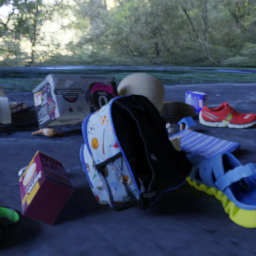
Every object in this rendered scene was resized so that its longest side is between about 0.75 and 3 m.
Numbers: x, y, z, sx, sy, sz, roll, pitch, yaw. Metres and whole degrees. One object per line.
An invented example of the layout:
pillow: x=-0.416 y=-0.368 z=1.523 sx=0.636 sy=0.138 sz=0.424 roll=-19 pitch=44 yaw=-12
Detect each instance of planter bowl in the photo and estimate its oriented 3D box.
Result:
planter bowl: x=0.537 y=-1.070 z=12.201 sx=2.168 sy=2.168 sz=1.459 roll=1 pitch=42 yaw=5

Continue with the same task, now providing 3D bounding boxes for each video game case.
video game case: x=-6.622 y=-1.078 z=14.785 sx=1.843 sy=0.330 sz=1.671 roll=2 pitch=17 yaw=7

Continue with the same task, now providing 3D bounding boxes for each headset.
headset: x=-2.648 y=1.835 z=4.831 sx=1.049 sy=0.798 sz=1.699 roll=12 pitch=5 yaw=24

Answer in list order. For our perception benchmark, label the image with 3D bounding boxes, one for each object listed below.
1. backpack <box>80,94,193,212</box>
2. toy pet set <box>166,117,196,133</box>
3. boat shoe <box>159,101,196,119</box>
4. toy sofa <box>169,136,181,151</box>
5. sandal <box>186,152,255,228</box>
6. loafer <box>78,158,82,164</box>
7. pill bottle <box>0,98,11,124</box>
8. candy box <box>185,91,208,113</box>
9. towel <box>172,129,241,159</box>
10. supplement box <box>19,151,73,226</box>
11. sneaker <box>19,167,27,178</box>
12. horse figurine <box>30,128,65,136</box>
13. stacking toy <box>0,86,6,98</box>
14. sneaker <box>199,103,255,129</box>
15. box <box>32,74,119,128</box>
backpack: x=0.063 y=0.458 z=6.017 sx=1.791 sy=2.214 sz=2.325 roll=-21 pitch=-6 yaw=30
toy pet set: x=2.067 y=-0.016 z=10.683 sx=1.100 sy=0.626 sz=1.178 roll=-11 pitch=21 yaw=-34
boat shoe: x=2.365 y=-0.979 z=13.594 sx=2.283 sy=0.821 sz=0.776 roll=16 pitch=24 yaw=42
toy sofa: x=0.719 y=0.467 z=8.708 sx=1.988 sy=0.823 sz=0.970 roll=15 pitch=23 yaw=41
sandal: x=2.151 y=1.034 z=6.282 sx=1.036 sy=1.135 sz=2.607 roll=-8 pitch=17 yaw=-20
loafer: x=-0.913 y=0.895 z=7.960 sx=1.017 sy=0.345 sz=0.357 roll=-5 pitch=52 yaw=-37
pill bottle: x=-6.101 y=-0.553 z=10.968 sx=2.667 sy=1.494 sz=1.494 roll=-8 pitch=18 yaw=-27
candy box: x=3.542 y=-1.350 z=14.558 sx=0.449 sy=0.985 sz=1.165 roll=-14 pitch=22 yaw=-32
towel: x=2.292 y=0.526 z=9.108 sx=1.586 sy=0.261 sz=2.191 roll=-22 pitch=28 yaw=-37
supplement box: x=-1.761 y=1.199 z=5.868 sx=0.646 sy=0.832 sz=1.507 roll=31 pitch=1 yaw=-27
sneaker: x=-2.336 y=1.116 z=7.270 sx=0.950 sy=0.383 sz=0.696 roll=-20 pitch=29 yaw=-37
horse figurine: x=-3.012 y=0.162 z=10.690 sx=1.185 sy=0.296 sz=0.785 roll=5 pitch=9 yaw=26
stacking toy: x=-6.565 y=-1.274 z=13.125 sx=2.048 sy=2.048 sz=2.803 roll=-4 pitch=7 yaw=-12
sneaker: x=4.252 y=-0.557 z=11.795 sx=2.413 sy=1.025 sz=0.929 roll=0 pitch=16 yaw=1
box: x=-1.958 y=-1.028 z=11.003 sx=2.829 sy=1.623 sz=1.869 roll=-8 pitch=-8 yaw=-41
